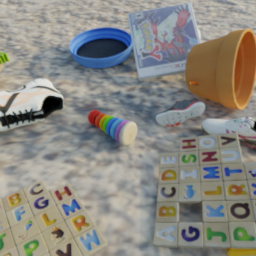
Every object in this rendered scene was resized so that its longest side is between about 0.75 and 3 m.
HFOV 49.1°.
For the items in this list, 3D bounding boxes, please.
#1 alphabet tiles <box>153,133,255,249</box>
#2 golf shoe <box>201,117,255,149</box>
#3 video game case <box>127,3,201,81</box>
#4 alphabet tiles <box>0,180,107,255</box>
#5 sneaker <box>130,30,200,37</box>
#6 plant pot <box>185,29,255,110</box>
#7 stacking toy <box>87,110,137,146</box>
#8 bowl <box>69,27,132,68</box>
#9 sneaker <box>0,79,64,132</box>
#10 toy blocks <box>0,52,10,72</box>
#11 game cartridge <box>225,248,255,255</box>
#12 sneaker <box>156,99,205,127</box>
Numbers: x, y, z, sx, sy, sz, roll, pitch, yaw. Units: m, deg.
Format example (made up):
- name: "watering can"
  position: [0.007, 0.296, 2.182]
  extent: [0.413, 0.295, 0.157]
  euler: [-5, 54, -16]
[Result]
- name: "alphabet tiles"
  position: [1.867, 1.222, 6.251]
  extent: [2.451, 0.111, 2.932]
  euler: [-7, 42, 17]
- name: "golf shoe"
  position: [3.019, -0.016, 7.609]
  extent: [1.965, 0.905, 0.713]
  euler: [13, 44, 16]
- name: "video game case"
  position: [1.380, -3.211, 10.320]
  extent: [2.457, 0.310, 2.696]
  euler: [-10, 76, 1]
- name: "alphabet tiles"
  position: [-1.919, 2.155, 5.406]
  extent: [2.446, 0.093, 2.940]
  euler: [-23, 37, -23]
- name: "sneaker"
  position: [1.456, -3.519, 11.310]
  extent: [2.983, 1.187, 1.948]
  euler: [5, 41, 6]
- name: "plant pot"
  position: [2.869, -1.796, 8.767]
  extent: [1.642, 2.346, 2.346]
  euler: [9, 39, 37]
- name: "stacking toy"
  position: [-0.544, -0.077, 7.955]
  extent: [1.594, 0.681, 0.681]
  euler: [23, 46, 33]
- name: "bowl"
  position: [-1.082, -3.275, 11.401]
  extent: [2.573, 0.505, 2.573]
  euler: [-2, 45, 2]
- name: "sneaker"
  position: [-3.162, -0.524, 8.062]
  extent: [1.165, 1.074, 2.913]
  euler: [34, 52, 30]
- name: "toy blocks"
  position: [-5.718, -1.857, 9.548]
  extent: [2.739, 1.369, 1.872]
  euler: [8, 54, 5]
- name: "game cartridge"
  position: [3.058, 1.622, 6.133]
  extent: [2.443, 0.396, 2.153]
  euler: [-4, 42, -1]
- name: "sneaker"
  position: [1.490, -0.493, 8.321]
  extent: [1.493, 0.575, 0.611]
  euler: [-15, 40, -8]
